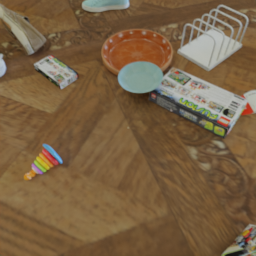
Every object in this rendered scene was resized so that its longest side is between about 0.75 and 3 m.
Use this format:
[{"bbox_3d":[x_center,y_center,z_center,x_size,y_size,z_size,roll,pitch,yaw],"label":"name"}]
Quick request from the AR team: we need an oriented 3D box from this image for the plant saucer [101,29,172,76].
[{"bbox_3d":[0.330,-2.784,10.608,2.660,0.429,2.660,0,54,0],"label":"plant saucer"}]

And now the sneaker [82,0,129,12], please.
[{"bbox_3d":[-1.059,-5.951,12.846,2.191,0.898,0.810,-11,52,-9],"label":"sneaker"}]

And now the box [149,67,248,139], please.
[{"bbox_3d":[2.231,-0.905,9.124,2.756,0.478,1.517,30,58,22],"label":"box"}]

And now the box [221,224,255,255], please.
[{"bbox_3d":[2.165,3.029,5.271,2.845,1.566,0.494,-33,95,-25],"label":"box"}]

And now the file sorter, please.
[{"bbox_3d":[3.251,-3.498,10.633,2.183,1.359,1.515,-36,60,-25],"label":"file sorter"}]

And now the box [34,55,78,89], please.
[{"bbox_3d":[-2.623,-2.060,10.186,1.527,0.265,0.840,37,60,25],"label":"box"}]

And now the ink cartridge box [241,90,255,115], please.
[{"bbox_3d":[4.095,-0.852,9.261,1.021,0.291,0.830,-6,52,-10],"label":"ink cartridge box"}]

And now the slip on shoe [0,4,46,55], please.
[{"bbox_3d":[-4.364,-4.095,11.154,0.899,1.128,2.966,-36,63,-13],"label":"slip on shoe"}]

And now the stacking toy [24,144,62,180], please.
[{"bbox_3d":[-2.394,1.038,7.642,0.619,0.585,1.066,35,71,29],"label":"stacking toy"}]

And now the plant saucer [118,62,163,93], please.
[{"bbox_3d":[0.401,-1.588,9.170,1.464,0.282,1.464,-2,53,3],"label":"plant saucer"}]

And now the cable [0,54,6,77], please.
[{"bbox_3d":[-5.084,-2.166,10.190,1.163,0.403,1.163,-13,55,-10],"label":"cable"}]
